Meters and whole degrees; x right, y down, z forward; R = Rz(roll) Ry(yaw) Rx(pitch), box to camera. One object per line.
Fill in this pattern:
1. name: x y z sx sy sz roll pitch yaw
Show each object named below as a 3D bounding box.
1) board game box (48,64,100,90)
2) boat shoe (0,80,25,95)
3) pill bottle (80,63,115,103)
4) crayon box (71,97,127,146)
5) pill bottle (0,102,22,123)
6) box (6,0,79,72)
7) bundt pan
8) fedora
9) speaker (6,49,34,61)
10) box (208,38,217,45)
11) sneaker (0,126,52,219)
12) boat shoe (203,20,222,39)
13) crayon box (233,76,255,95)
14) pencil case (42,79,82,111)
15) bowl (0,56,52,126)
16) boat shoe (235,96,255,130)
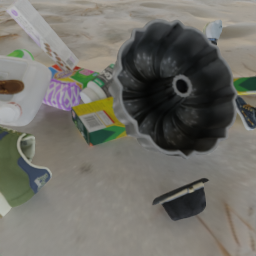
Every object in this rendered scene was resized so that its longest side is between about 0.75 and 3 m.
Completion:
1. board game box: -2.140 -1.707 9.857 1.920 0.387 1.469 21 41 26
2. boat shoe: -3.266 -1.041 7.286 1.107 0.398 0.374 -2 12 6
3. pill bottle: -0.733 -1.264 8.630 0.816 0.816 1.442 31 67 35
4. crayon box: -0.374 -0.316 7.820 2.078 0.528 1.319 -16 40 -22
5. pill bottle: -2.806 -0.364 6.654 0.454 0.454 0.809 -9 11 -11
6. box: -2.664 -2.914 9.028 0.506 2.614 0.542 0 54 42
7. bundt pan: 0.882 -0.742 6.074 2.926 2.926 1.098 -21 -2 -26
8. fedora: 1.087 1.415 5.358 1.214 1.214 0.555 -16 73 -21
9. speaker: -4.245 -2.099 9.976 0.911 0.911 2.060 11 38 14
10. box: 2.669 -3.182 11.535 1.775 0.442 1.400 10 53 13
11. sneaker: -2.711 0.502 6.180 1.340 1.001 2.985 -30 50 -21
12. boat shoe: 4.089 -4.790 13.850 0.738 0.856 2.379 -3 25 32
13. crayon box: 3.279 -1.221 8.344 1.770 0.449 1.123 2 6 45
14. pencil case: -2.499 -1.210 8.748 2.133 0.912 0.895 17 39 23
15. bowl: -3.508 -1.213 8.114 2.120 0.791 2.117 12 68 12
16. boat shoe: 3.265 -0.501 7.617 0.381 0.489 1.076 -14 71 -24
